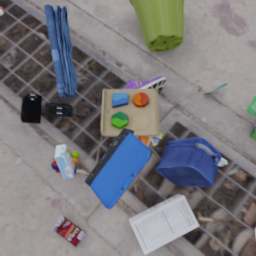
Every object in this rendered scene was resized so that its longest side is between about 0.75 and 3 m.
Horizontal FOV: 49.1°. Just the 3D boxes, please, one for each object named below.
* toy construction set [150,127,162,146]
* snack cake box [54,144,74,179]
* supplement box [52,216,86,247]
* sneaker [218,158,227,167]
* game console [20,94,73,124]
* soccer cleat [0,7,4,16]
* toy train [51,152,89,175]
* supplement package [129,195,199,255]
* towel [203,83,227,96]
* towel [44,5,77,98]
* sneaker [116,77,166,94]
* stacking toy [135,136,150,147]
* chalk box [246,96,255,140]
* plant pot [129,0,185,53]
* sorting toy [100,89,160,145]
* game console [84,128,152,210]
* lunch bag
[{"bbox_3d":[0.584,-0.061,9.976,1.436,0.662,0.942,43,31,-9],"label":"toy construction set"},{"bbox_3d":[-1.634,0.875,7.241,0.270,0.804,0.462,-11,37,0],"label":"snack cake box"},{"bbox_3d":[-1.889,3.318,8.983,0.960,0.292,0.522,31,71,11],"label":"supplement box"},{"bbox_3d":[3.021,0.996,9.737,0.836,0.334,0.544,13,36,0],"label":"sneaker"},{"bbox_3d":[-2.908,-0.626,10.130,1.807,0.218,1.066,5,70,-21],"label":"game console"},{"bbox_3d":[-6.181,-5.333,12.535,1.248,0.428,0.532,25,66,5],"label":"soccer cleat"},{"bbox_3d":[-1.878,1.189,9.769,1.407,0.596,0.814,9,54,4],"label":"toy train"},{"bbox_3d":[1.051,2.901,8.576,1.808,0.990,1.028,-24,80,-7],"label":"supplement package"},{"bbox_3d":[3.338,-1.479,10.733,0.806,0.591,0.087,-28,92,-5],"label":"towel"},{"bbox_3d":[-2.258,-2.525,9.656,0.721,1.658,2.969,-10,96,-12],"label":"towel"},{"bbox_3d":[0.441,-1.575,10.759,2.120,0.855,0.885,-21,63,-8],"label":"sneaker"},{"bbox_3d":[0.045,0.365,9.031,1.213,0.886,0.886,-12,62,-45],"label":"stacking toy"},{"bbox_3d":[5.590,-0.218,9.664,2.834,1.756,1.769,34,71,13],"label":"chalk box"},{"bbox_3d":[1.340,-4.411,11.351,2.422,2.422,2.300,-6,81,-3],"label":"plant pot"},{"bbox_3d":[0.080,-0.195,8.765,1.856,0.334,2.491,1,64,-2],"label":"sorting toy"},{"bbox_3d":[-0.164,0.904,6.591,0.951,1.371,1.607,38,95,11],"label":"game console"},{"bbox_3d":[2.005,1.031,8.951,1.291,1.901,1.258,42,57,-28],"label":"lunch bag"}]
